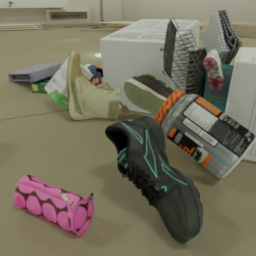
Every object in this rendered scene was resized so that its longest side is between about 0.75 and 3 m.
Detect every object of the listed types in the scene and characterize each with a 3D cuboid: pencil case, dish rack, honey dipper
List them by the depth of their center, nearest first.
[{"bbox_3d":[-1.212,1.160,4.446,1.394,0.653,0.633,10,60,28],"label":"pencil case"},{"bbox_3d":[1.426,-1.672,6.981,0.545,1.532,1.997,-2,-19,30],"label":"dish rack"},{"bbox_3d":[-0.324,-0.897,8.442,0.219,1.154,0.219,-35,2,2],"label":"honey dipper"}]

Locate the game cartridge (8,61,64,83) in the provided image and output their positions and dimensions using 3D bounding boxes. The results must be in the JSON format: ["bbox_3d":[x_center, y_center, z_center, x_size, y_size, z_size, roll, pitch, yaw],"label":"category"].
[{"bbox_3d":[-3.687,-2.315,11.591,1.689,0.500,2.605,-25,24,-37],"label":"game cartridge"}]

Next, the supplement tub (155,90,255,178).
[{"bbox_3d":[1.461,0.062,5.539,1.742,1.067,1.067,39,39,18],"label":"supplement tub"}]

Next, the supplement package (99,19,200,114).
[{"bbox_3d":[0.861,-2.171,9.372,2.255,2.272,2.993,11,34,24],"label":"supplement package"}]

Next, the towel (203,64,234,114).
[{"bbox_3d":[3.137,-0.904,7.811,2.166,1.588,0.235,15,29,24],"label":"towel"}]

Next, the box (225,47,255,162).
[{"bbox_3d":[3.068,-0.616,6.507,1.416,2.155,2.166,11,27,19],"label":"box"}]

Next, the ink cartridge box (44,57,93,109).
[{"bbox_3d":[-1.911,-1.477,8.979,0.585,1.392,1.016,33,9,-46],"label":"ink cartridge box"}]

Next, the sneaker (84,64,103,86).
[{"bbox_3d":[-1.512,-1.739,10.343,0.889,0.788,2.103,15,43,16],"label":"sneaker"}]

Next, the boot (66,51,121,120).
[{"bbox_3d":[-0.945,-1.165,7.951,1.511,1.954,0.704,1,20,0],"label":"boot"}]

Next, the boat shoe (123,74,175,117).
[{"bbox_3d":[1.061,-0.595,7.223,0.806,0.954,2.677,-34,60,-29],"label":"boat shoe"}]

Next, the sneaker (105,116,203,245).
[{"bbox_3d":[0.319,0.772,4.462,0.913,0.869,2.304,1,45,-32],"label":"sneaker"}]

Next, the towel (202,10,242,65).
[{"bbox_3d":[2.667,-2.512,8.085,0.629,1.217,1.470,-12,-11,2],"label":"towel"}]

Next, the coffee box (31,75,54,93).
[{"bbox_3d":[-3.036,-1.774,11.141,0.995,0.356,1.619,1,24,8],"label":"coffee box"}]

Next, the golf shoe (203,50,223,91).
[{"bbox_3d":[2.157,-1.413,6.915,0.421,1.119,0.512,6,54,29],"label":"golf shoe"}]
